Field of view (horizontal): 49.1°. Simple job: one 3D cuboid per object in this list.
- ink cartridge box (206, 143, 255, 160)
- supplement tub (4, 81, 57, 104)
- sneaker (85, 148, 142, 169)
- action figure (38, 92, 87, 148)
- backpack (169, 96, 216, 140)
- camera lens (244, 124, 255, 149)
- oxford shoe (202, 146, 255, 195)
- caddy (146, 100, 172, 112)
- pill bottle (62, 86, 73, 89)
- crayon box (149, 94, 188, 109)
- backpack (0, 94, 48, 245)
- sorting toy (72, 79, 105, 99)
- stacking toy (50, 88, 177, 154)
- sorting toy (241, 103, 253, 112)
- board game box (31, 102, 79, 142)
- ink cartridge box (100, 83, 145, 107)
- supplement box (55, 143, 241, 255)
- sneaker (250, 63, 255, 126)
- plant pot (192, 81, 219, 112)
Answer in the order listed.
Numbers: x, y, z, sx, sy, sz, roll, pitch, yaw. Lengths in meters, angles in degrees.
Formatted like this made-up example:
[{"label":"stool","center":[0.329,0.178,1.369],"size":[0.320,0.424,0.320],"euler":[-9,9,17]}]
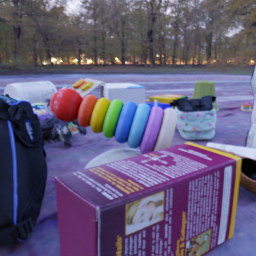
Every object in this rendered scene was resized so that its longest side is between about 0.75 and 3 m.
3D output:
[{"label":"ink cartridge box","center":[2.429,0.809,6.566],"size":[1.325,0.567,0.978],"euler":[8,17,27]},{"label":"supplement tub","center":[-4.912,-1.582,14.299],"size":[1.495,1.495,2.265],"euler":[11,17,37]},{"label":"sneaker","center":[0.179,0.896,5.778],"size":[2.149,0.782,0.910],"euler":[-8,24,-12]},{"label":"action figure","center":[-2.235,-0.092,7.625],"size":[1.502,1.289,2.527],"euler":[-40,-17,15]},{"label":"backpack","center":[2.394,-0.381,9.857],"size":[1.726,1.309,2.068],"euler":[-10,13,10]},{"label":"camera lens","center":[3.716,0.432,7.189],"size":[1.236,0.989,0.989],"euler":[10,17,34]},{"label":"oxford shoe","center":[2.029,0.721,5.675],"size":[2.157,0.769,0.769],"euler":[15,-23,33]},{"label":"caddy","center":[1.131,-0.648,11.553],"size":[1.355,1.006,1.917],"euler":[0,14,5]},{"label":"pill bottle","center":[-3.757,-2.285,18.383],"size":[0.889,0.889,1.607],"euler":[-12,18,-39]},{"label":"crayon box","center":[2.218,-1.497,15.865],"size":[1.448,0.579,2.281],"euler":[11,18,38]},{"label":"backpack","center":[-2.279,0.499,4.595],"size":[1.722,2.144,2.343],"euler":[-2,11,-7]},{"label":"sorting toy","center":[-2.975,-2.141,16.343],"size":[2.789,0.509,2.581],"euler":[-36,28,-17]},{"label":"stacking toy","center":[-0.357,-0.197,5.599],"size":[2.501,1.068,1.068],"euler":[17,15,1]},{"label":"sorting toy","center":[6.448,-1.084,14.715],"size":[0.916,0.319,0.910],"euler":[6,15,22]},{"label":"board game box","center":[-3.545,-0.127,9.409],"size":[2.916,0.827,2.410],"euler":[-17,22,-40]},{"label":"ink cartridge box","center":[-0.396,-1.883,16.060],"size":[2.040,1.196,2.786],"euler":[-4,12,-14]},{"label":"supplement box","center":[0.355,1.111,3.773],"size":[2.392,1.320,1.024],"euler":[-10,16,-36]},{"label":"sneaker","center":[4.966,-0.968,9.206],"size":[1.140,2.727,1.647],"euler":[-15,19,-26]},{"label":"plant pot","center":[3.996,-1.699,14.748],"size":[1.587,1.507,1.587],"euler":[0,13,0]}]
